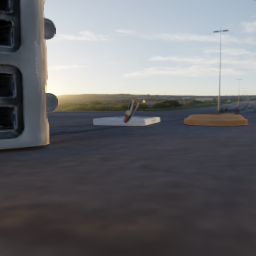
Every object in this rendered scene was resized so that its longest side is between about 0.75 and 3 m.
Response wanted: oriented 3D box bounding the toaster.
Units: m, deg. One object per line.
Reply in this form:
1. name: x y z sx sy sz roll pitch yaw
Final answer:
1. toaster: -2.586 -1.002 4.104 2.904 2.626 1.723 -3 5 -35

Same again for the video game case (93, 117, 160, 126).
1. video game case: 0.054 -0.277 10.719 1.869 0.235 2.610 1 4 17

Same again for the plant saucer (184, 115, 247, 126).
1. plant saucer: 3.225 -0.312 10.402 2.227 0.359 2.227 1 4 0

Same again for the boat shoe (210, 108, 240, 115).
1. boat shoe: 5.523 -0.847 15.943 0.663 0.597 1.843 -3 5 -36

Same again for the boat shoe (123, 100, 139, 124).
1. boat shoe: 0.043 -0.505 8.722 0.242 0.774 0.276 28 2 -27
